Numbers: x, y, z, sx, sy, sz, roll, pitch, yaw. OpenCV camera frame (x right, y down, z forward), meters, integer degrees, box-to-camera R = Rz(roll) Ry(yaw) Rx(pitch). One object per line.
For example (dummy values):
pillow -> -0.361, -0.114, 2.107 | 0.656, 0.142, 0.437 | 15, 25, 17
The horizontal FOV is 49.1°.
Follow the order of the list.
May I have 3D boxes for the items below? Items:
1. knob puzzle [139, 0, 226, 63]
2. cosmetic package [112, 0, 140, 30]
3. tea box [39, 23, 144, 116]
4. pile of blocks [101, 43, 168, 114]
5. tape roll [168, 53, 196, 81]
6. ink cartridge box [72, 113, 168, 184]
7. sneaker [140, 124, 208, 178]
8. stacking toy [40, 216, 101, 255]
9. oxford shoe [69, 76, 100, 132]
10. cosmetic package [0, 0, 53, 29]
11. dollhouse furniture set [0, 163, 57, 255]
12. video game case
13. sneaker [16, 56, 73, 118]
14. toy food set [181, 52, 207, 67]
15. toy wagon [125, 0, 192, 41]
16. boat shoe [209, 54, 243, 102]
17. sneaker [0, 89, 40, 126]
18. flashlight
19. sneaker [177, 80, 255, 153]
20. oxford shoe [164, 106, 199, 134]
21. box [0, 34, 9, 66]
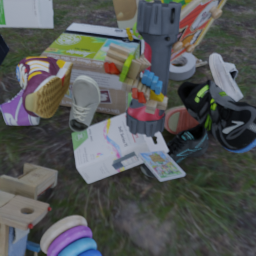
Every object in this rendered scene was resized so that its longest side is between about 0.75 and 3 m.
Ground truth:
knob puzzle -> 1.380, -2.209, 7.137 | 2.953, 2.953, 0.409 | -33, 79, -30
cosmetic package -> -0.008, -4.571, 9.046 | 0.841, 2.367, 1.245 | 2, 41, 20
tea box -> -1.142, -2.247, 10.421 | 2.989, 1.997, 2.940 | 10, 45, 10
pile of blocks -> 0.173, -0.789, 4.931 | 1.562, 0.641, 0.485 | 38, 45, -19
tape roll -> 2.132, -2.631, 11.786 | 1.377, 0.455, 1.377 | -4, 52, 6
ink cartridge box -> -0.256, 0.422, 7.956 | 2.463, 0.829, 1.442 | -21, 44, 0
sneaker -> 1.364, 0.583, 8.163 | 2.399, 0.951, 0.904 | -26, 50, -24
stacking toy -> -0.748, 3.028, 5.497 | 1.084, 1.084, 2.538 | -25, 52, -25
oxford shoe -> -1.120, -0.505, 6.929 | 0.716, 1.904, 0.550 | 21, 52, -2
cosmetic package -> -2.581, -2.840, 6.885 | 1.393, 0.749, 0.591 | 8, 20, 23
dollhouse furniture set -> -2.345, 2.101, 6.402 | 1.630, 1.639, 2.326 | 12, 15, 12
video game case -> 0.781, 0.848, 6.461 | 0.925, 0.102, 0.842 | -1, 39, -46
sneaker -> -2.132, -1.026, 6.499 | 1.199, 0.997, 2.661 | 13, 23, -3
toy food set -> 2.773, -3.123, 12.576 | 0.919, 0.387, 1.280 | -19, 46, -20
toy wagon -> 0.906, -2.881, 7.490 | 2.017, 1.565, 0.399 | -30, 45, -3
boat shoe -> 2.915, -1.551, 8.314 | 0.666, 0.700, 1.945 | -26, 45, 31
sneaker -> -3.826, -1.030, 9.984 | 1.376, 0.875, 2.413 | -6, 43, -2
flashlight -> 0.461, -1.237, 6.213 | 0.981, 2.897, 0.984 | -4, 30, -9
sneaker -> 1.652, -0.322, 5.380 | 1.037, 0.887, 2.502 | 33, 9, -26
oxford shoe -> 2.330, -0.424, 9.225 | 2.888, 1.022, 1.066 | -2, 13, -20
box -> -4.358, -1.761, 7.237 | 1.224, 1.697, 2.287 | 22, 74, 0
